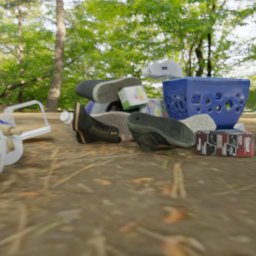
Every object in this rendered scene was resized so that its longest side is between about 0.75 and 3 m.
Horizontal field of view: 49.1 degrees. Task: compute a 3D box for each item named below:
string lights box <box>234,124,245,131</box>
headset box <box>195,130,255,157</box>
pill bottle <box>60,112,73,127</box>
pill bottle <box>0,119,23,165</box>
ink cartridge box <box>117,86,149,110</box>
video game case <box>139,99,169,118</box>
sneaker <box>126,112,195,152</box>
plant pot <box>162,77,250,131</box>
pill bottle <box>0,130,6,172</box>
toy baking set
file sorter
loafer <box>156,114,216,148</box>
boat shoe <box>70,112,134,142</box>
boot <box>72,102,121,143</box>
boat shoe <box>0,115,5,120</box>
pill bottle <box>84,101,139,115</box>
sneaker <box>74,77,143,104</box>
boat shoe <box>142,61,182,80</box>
[{"bbox_3d":[4.638,0.031,12.614,0.537,0.308,1.045,-25,11,-21],"label":"string lights box"},{"bbox_3d":[2.635,0.391,7.567,1.566,0.605,1.165,2,5,15],"label":"headset box"},{"bbox_3d":[-2.545,-0.321,12.478,0.524,0.524,0.957,3,-23,31],"label":"pill bottle"},{"bbox_3d":[-2.969,0.319,6.563,0.842,0.842,1.456,-3,15,-32],"label":"pill bottle"},{"bbox_3d":[0.345,-1.219,11.045,1.441,0.748,0.427,-14,-11,-41],"label":"ink cartridge box"},{"bbox_3d":[1.408,-0.480,12.281,2.216,1.586,0.200,-3,5,-35],"label":"video game case"},{"bbox_3d":[0.838,0.227,7.145,1.769,0.676,1.014,14,-34,20],"label":"sneaker"},{"bbox_3d":[2.859,-0.751,10.915,2.549,2.292,2.550,0,7,-13],"label":"plant pot"},{"bbox_3d":[-2.702,0.406,3.422,1.232,1.232,2.255,1,5,14],"label":"pill bottle"},{"bbox_3d":[-3.002,0.353,5.569,1.814,0.211,1.393,11,43,35],"label":"toy baking set"},{"bbox_3d":[-3.645,-0.280,10.206,1.329,1.192,1.915,-17,8,-14],"label":"file sorter"},{"bbox_3d":[1.437,0.225,8.656,2.784,0.974,0.972,-6,-34,-24],"label":"loafer"},{"bbox_3d":[-0.701,-0.125,10.536,2.908,1.101,1.044,5,9,14],"label":"boat shoe"},{"bbox_3d":[-0.945,-0.115,8.866,1.458,0.816,2.107,4,-22,1],"label":"boot"},{"bbox_3d":[-6.835,-0.119,12.598,2.672,0.836,0.951,-4,8,-32],"label":"boat shoe"},{"bbox_3d":[-0.703,-0.498,12.592,2.831,1.583,1.583,5,7,44],"label":"pill bottle"},{"bbox_3d":[-0.725,-1.680,11.646,1.515,1.067,2.853,18,20,40],"label":"sneaker"},{"bbox_3d":[1.339,-2.234,10.950,1.903,0.700,0.622,-4,-7,-40],"label":"boat shoe"}]
